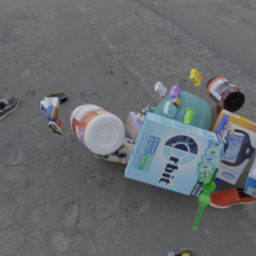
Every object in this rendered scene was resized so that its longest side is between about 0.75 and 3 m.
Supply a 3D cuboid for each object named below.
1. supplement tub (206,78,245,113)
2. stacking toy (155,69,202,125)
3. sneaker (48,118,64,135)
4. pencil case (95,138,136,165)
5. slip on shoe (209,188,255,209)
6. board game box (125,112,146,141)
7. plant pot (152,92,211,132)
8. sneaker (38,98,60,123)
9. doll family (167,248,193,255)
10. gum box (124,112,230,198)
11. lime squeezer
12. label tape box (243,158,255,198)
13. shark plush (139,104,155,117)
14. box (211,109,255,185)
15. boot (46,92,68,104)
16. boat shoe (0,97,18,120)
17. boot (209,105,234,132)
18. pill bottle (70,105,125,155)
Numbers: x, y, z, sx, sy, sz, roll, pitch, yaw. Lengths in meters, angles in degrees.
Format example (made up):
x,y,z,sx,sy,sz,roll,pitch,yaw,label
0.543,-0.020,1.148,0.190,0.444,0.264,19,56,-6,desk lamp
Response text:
x,y,z,sx,sy,sz,roll,pitch,yaw,label
3.439,-1.267,10.138,0.888,0.888,1.661,-6,30,-7,supplement tub
1.414,-0.863,8.895,1.551,0.483,2.058,-13,45,42,stacking toy
-2.753,-0.064,11.068,0.435,1.130,0.480,11,65,9,sneaker
0.038,0.860,10.645,2.732,1.063,1.222,10,20,20,pencil case
3.531,2.314,9.518,1.753,0.536,0.649,-5,42,-3,slip on shoe
0.883,0.044,11.627,1.600,0.775,1.275,3,35,-25,board game box
1.862,-0.212,9.943,2.239,2.239,1.797,24,84,26,plant pot
-2.872,-0.644,10.048,0.707,0.604,1.604,6,22,-12,sneaker
1.512,3.739,7.949,0.861,0.338,0.498,-19,45,5,doll family
1.417,0.903,8.597,2.540,2.158,0.566,17,27,-5,gum box
2.306,1.990,8.157,0.374,1.983,0.700,16,12,-2,lime squeezer
4.474,0.940,8.822,0.773,1.676,2.340,24,71,27,label tape box
0.773,-0.652,11.137,0.355,0.388,0.853,42,41,23,shark plush
3.405,0.808,9.691,1.510,2.536,0.526,23,18,5,box
-3.609,-1.427,14.024,1.190,0.445,0.577,-31,47,-34,boot
-5.925,-1.053,13.480,0.647,0.559,1.781,12,42,14,boat shoe
3.063,-0.508,10.957,1.938,2.651,0.931,-21,15,35,boot
-1.209,-0.049,9.860,1.374,1.374,2.449,-19,22,-21,pill bottle
